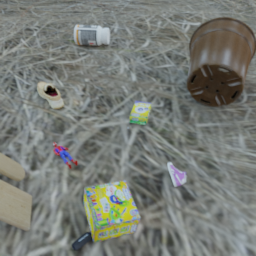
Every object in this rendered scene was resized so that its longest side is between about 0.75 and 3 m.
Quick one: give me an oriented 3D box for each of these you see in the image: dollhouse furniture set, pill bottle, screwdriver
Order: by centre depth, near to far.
[{"bbox_3d":[-0.657,2.414,6.835,1.645,0.229,0.239,-28,20,-30],"label":"screwdriver"},{"bbox_3d":[-4.250,1.756,7.360,2.628,2.141,2.499,-33,41,15],"label":"dollhouse furniture set"},{"bbox_3d":[-1.812,-4.641,14.093,1.670,0.972,0.972,5,42,4],"label":"pill bottle"}]

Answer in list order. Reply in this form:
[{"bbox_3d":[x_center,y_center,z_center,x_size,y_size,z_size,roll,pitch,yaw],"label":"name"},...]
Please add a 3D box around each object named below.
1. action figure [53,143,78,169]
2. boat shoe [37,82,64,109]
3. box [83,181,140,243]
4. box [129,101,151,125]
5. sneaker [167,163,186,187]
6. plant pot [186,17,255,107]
[{"bbox_3d":[-1.990,0.789,8.591,0.377,0.297,1.151,-32,48,-28],"label":"action figure"},{"bbox_3d":[-3.007,-1.408,10.758,0.651,0.610,1.765,-28,49,-27],"label":"boat shoe"},{"bbox_3d":[-0.432,1.993,6.802,1.080,0.684,1.122,-6,42,-19],"label":"box"},{"bbox_3d":[0.435,-0.529,10.058,0.629,0.259,1.071,8,44,10],"label":"box"},{"bbox_3d":[1.409,1.272,7.949,0.440,0.280,0.773,-25,52,10],"label":"sneaker"},{"bbox_3d":[3.378,-2.351,10.565,2.595,2.595,2.569,13,51,14],"label":"plant pot"}]
